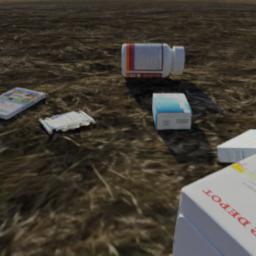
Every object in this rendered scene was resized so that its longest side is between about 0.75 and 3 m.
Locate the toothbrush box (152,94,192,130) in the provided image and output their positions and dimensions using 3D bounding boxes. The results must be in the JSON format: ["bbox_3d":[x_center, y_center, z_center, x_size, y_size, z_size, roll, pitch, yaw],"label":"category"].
[{"bbox_3d":[1.494,-0.604,9.857,1.176,0.685,1.607,-1,31,-1],"label":"toothbrush box"}]

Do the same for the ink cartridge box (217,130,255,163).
[{"bbox_3d":[3.686,0.467,7.420,1.669,0.586,2.054,-20,12,-31],"label":"ink cartridge box"}]

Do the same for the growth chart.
[{"bbox_3d":[-2.117,-0.216,9.739,1.711,0.152,1.238,-15,34,-24],"label":"growth chart"}]

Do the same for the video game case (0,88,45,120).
[{"bbox_3d":[-4.565,-1.016,11.050,1.544,0.194,2.156,13,33,21],"label":"video game case"}]

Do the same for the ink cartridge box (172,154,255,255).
[{"bbox_3d":[2.428,1.807,4.426,2.827,2.045,2.081,-16,34,-25],"label":"ink cartridge box"}]

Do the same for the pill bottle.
[{"bbox_3d":[1.153,-3.215,13.402,2.864,1.569,1.569,1,31,1],"label":"pill bottle"}]
